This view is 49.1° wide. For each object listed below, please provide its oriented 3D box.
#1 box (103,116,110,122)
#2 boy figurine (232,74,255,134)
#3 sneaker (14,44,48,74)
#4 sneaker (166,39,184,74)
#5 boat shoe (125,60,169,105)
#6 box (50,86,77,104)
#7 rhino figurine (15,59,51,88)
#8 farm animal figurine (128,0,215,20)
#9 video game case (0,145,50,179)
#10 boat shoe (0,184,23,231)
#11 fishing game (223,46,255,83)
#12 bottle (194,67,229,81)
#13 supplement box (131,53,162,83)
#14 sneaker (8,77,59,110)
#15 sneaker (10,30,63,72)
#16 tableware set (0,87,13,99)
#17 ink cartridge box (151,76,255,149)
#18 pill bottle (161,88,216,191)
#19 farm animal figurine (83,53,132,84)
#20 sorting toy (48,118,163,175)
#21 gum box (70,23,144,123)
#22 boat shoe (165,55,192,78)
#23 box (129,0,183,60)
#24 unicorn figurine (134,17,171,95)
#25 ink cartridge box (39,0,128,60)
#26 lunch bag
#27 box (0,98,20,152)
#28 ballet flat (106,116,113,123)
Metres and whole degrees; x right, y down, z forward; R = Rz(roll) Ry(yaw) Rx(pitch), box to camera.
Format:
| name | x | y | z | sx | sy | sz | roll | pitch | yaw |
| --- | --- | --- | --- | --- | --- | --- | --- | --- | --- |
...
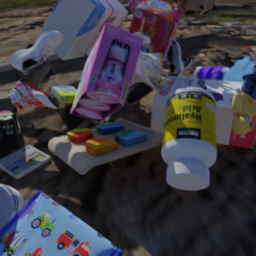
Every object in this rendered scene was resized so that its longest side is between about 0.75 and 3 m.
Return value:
| name | x | y | z | sx | sy | sz | roll | pitch | yaw |
| --- | --- | --- | --- | --- | --- | --- | --- | --- | --- |
| box | -0.607 | -0.727 | 6.695 | 0.518 | 1.010 | 0.478 | 18 | 6 | -26 |
| boy figurine | 2.777 | -0.565 | 6.608 | 0.483 | 0.931 | 1.498 | -6 | 53 | 50 |
| sneaker | -4.615 | -3.275 | 13.121 | 0.947 | 1.132 | 2.495 | 6 | 32 | 7 |
| sneaker | 1.564 | -2.511 | 9.816 | 0.520 | 1.311 | 0.485 | -23 | 12 | -27 |
| boat shoe | 0.548 | -1.306 | 8.223 | 1.745 | 0.627 | 0.519 | -38 | 28 | 5 |
| box | -2.146 | -1.182 | 9.699 | 0.794 | 0.310 | 1.302 | -5 | 25 | -30 |
| rhino figurine | -3.273 | -1.585 | 9.218 | 0.852 | 1.948 | 0.582 | 30 | -8 | 5 |
| farm animal figurine | 1.470 | -4.025 | 9.600 | 2.553 | 1.284 | 2.062 | -8 | 3 | 43 |
| video game case | -2.660 | 0.843 | 7.121 | 0.914 | 0.111 | 1.005 | 21 | 36 | 32 |
| boat shoe | -3.199 | 1.811 | 4.648 | 2.998 | 1.047 | 1.063 | -28 | 80 | -9 |
| fishing game | 3.731 | -1.654 | 9.470 | 0.346 | 2.226 | 1.594 | 25 | 19 | -15 |
| bottle | 3.680 | -1.837 | 10.800 | 2.340 | 0.978 | 0.764 | 26 | 34 | 35 |
| supplement box | 0.390 | -1.619 | 7.604 | 1.079 | 0.680 | 0.397 | -2 | 40 | 5 |
| sneaker | -2.624 | -0.720 | 7.675 | 1.475 | 0.493 | 0.791 | 34 | 80 | 17 |
| sneaker | -2.409 | -2.047 | 7.678 | 1.612 | 0.601 | 0.702 | -41 | 51 | -7 |
| tableware set | -5.004 | -0.690 | 9.420 | 2.308 | 0.462 | 1.525 | -6 | 42 | 2 |
| ink cartridge box | 2.290 | -0.585 | 8.398 | 2.853 | 1.203 | 2.065 | 9 | 30 | 16 |
| pill bottle | 1.400 | 0.250 | 6.413 | 1.209 | 1.209 | 2.173 | 5 | 58 | 8 |
| farm animal figurine | -0.698 | -1.579 | 9.631 | 1.843 | 1.147 | 2.282 | 37 | 0 | 4 |
| sorting toy | -0.633 | 0.281 | 7.276 | 2.378 | 0.434 | 2.201 | -20 | 24 | -31 |
| gum box | -0.430 | -0.801 | 4.715 | 0.628 | 1.078 | 1.900 | 18 | -12 | -15 |
| boat shoe | 1.819 | -2.193 | 10.500 | 1.310 | 0.395 | 0.484 | -41 | 50 | 11 |
| box | 0.631 | -2.618 | 9.194 | 1.302 | 2.728 | 1.360 | 24 | 43 | 3 |
| unicorn figurine | 0.477 | -1.487 | 6.638 | 1.170 | 1.704 | 0.629 | 42 | 63 | 18 |
| ink cartridge box | -1.453 | -3.713 | 9.953 | 1.234 | 2.106 | 2.914 | 43 | 27 | 0 |
| lunch bag | -1.443 | 2.339 | 3.831 | 1.778 | 1.111 | 2.362 | 24 | 47 | 30 |
| box | -3.688 | -0.099 | 7.899 | 1.112 | 0.931 | 1.497 | -9 | 32 | -15 |
| ballet flat | -0.655 | -0.320 | 8.368 | 0.282 | 0.837 | 0.194 | -6 | 63 | 10 |
